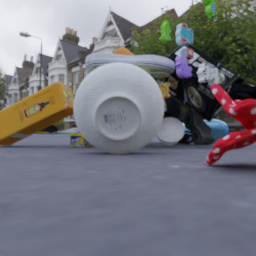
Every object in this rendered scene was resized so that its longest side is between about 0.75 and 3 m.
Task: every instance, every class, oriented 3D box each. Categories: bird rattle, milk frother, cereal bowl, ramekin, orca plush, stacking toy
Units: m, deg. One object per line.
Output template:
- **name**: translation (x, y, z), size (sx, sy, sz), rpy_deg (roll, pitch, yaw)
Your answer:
- **bird rattle**: translation (2.392, 0.136, 3.243), size (2.341, 1.617, 2.871), rpy_deg (12, -17, -14)
- **milk frother**: translation (1.394, -1.167, 11.825), size (2.076, 2.207, 1.991), rpy_deg (-7, 22, -37)
- **cereal bowl**: translation (-0.201, -0.320, 6.064), size (2.061, 2.061, 0.858), rpy_deg (0, 20, -2)
- **ramekin**: translation (1.334, 0.147, 9.045), size (0.913, 0.913, 0.425), rpy_deg (0, -28, 3)
- **orca plush**: translation (4.643, -0.991, 10.860), size (2.953, 1.554, 1.050), rpy_deg (23, 17, 10)
- **stacking toy**: translation (1.498, -2.132, 7.705), size (0.600, 2.554, 1.925), rpy_deg (9, -11, -34)

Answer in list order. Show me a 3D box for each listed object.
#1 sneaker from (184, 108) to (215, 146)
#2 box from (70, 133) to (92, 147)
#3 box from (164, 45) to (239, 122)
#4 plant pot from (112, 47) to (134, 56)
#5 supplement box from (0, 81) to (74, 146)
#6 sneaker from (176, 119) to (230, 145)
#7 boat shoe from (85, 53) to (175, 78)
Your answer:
- **sneaker**: translation (2.255, -0.018, 8.912), size (0.677, 1.492, 0.567), rpy_deg (7, -42, -21)
- **box**: translation (-1.494, 0.404, 9.510), size (0.488, 0.448, 1.393), rpy_deg (0, -1, 11)
- **box**: translation (2.226, -1.447, 8.986), size (2.041, 0.879, 1.671), rpy_deg (41, -22, 22)
- **plant pot**: translation (-0.131, -0.887, 9.331), size (2.005, 2.864, 2.864), rpy_deg (36, 1, 3)
- **supplement box**: translation (-3.133, -0.398, 9.131), size (2.924, 0.973, 1.006), rpy_deg (-24, -12, 14)
- **sneaker**: translation (2.459, 0.321, 10.357), size (2.491, 0.976, 1.121), rpy_deg (-5, 15, 23)
- **boat shoe**: translation (0.095, -1.518, 7.743), size (2.614, 0.811, 0.941), rpy_deg (-3, -3, -20)
